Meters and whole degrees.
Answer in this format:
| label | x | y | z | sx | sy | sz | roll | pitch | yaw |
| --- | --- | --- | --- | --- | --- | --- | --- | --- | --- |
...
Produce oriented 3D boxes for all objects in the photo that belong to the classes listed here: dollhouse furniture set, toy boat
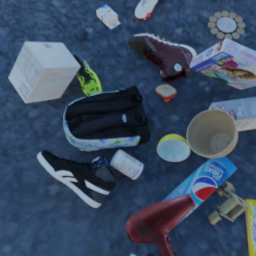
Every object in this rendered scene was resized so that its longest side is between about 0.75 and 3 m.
| label | x | y | z | sx | sy | sz | roll | pitch | yaw |
| --- | --- | --- | --- | --- | --- | --- | --- | --- | --- |
| dollhouse furniture set | 2.708 | 2.161 | 7.827 | 0.540 | 0.858 | 0.971 | 32 | 113 | -16 |
| toy boat | 1.226 | -1.081 | 9.084 | 0.495 | 0.496 | 0.759 | -22 | 37 | -15 |

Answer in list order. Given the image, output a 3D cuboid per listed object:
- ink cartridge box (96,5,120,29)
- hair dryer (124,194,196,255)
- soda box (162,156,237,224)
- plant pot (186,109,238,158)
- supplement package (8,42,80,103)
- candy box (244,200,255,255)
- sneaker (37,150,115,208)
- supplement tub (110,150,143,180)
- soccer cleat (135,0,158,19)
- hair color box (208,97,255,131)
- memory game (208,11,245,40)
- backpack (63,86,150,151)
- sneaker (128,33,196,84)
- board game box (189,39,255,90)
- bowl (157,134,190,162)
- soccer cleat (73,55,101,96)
| label | x | y | z | sx | sy | sz | roll | pitch | yaw |
| --- | --- | --- | --- | --- | --- | --- | --- | --- | --- |
| ink cartridge box | -0.734 | -4.145 | 10.457 | 0.493 | 0.291 | 0.857 | -37 | 72 | -14 |
| hair dryer | 0.860 | 2.849 | 6.626 | 2.141 | 0.764 | 2.812 | 19 | 79 | 19 |
| soda box | 1.908 | 1.659 | 7.755 | 2.245 | 0.762 | 0.720 | -38 | 72 | -15 |
| plant pot | 2.334 | 0.268 | 7.475 | 1.297 | 0.871 | 1.297 | -17 | 59 | 30 |
| supplement package | -2.505 | -1.662 | 8.367 | 1.057 | 1.437 | 1.374 | 52 | 35 | 13 |
| candy box | 3.642 | 2.763 | 7.597 | 0.793 | 0.205 | 1.552 | 2 | 67 | 5 |
| sneaker | -1.291 | 1.048 | 7.686 | 2.174 | 0.794 | 1.216 | 40 | 90 | -4 |
| supplement tub | -0.033 | 1.049 | 7.965 | 0.817 | 0.539 | 0.539 | 34 | 70 | -10 |
| soccer cleat | 0.825 | -4.836 | 10.484 | 0.624 | 0.774 | 1.818 | 33 | 71 | 13 |
| hair color box | 3.518 | -0.387 | 8.441 | 2.189 | 1.084 | 0.664 | -9 | 67 | -4 |
| memory game | 3.658 | -3.804 | 10.425 | 1.384 | 0.088 | 1.384 | 0 | 68 | 0 |
| backpack | -0.750 | -0.148 | 8.184 | 2.257 | 1.735 | 1.841 | -8 | 72 | -25 |
| sneaker | 1.019 | -2.261 | 9.360 | 2.378 | 0.900 | 1.374 | 15 | 71 | 5 |
| board game box | 3.126 | -1.773 | 8.229 | 1.974 | 1.979 | 0.407 | 19 | 85 | -11 |
| bowl | 1.338 | 0.500 | 8.247 | 0.960 | 0.960 | 0.517 | 9 | 43 | 4 |
| soccer cleat | -1.301 | -1.611 | 9.094 | 0.614 | 0.794 | 1.899 | -38 | 64 | 8 |
